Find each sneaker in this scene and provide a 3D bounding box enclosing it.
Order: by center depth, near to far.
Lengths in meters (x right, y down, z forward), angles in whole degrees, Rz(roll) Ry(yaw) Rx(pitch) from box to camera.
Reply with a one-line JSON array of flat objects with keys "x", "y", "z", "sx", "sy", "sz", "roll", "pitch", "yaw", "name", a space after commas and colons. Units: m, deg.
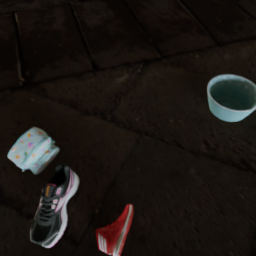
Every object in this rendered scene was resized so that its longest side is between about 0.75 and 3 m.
[{"x": -0.414, "y": 2.718, "z": 7.771, "sx": 0.851, "sy": 0.577, "sz": 1.473, "roll": 15, "pitch": 51, "yaw": 10, "name": "sneaker"}, {"x": -2.201, "y": 2.063, "z": 7.947, "sx": 0.968, "sy": 1.040, "sz": 2.409, "roll": 2, "pitch": 49, "yaw": 10, "name": "sneaker"}]

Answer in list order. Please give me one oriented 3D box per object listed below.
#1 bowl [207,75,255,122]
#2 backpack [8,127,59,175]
[{"x": 3.849, "y": -0.989, "z": 10.523, "sx": 1.954, "sy": 1.022, "sz": 1.954, "roll": 0, "pitch": 50, "yaw": 0, "name": "bowl"}, {"x": -2.905, "y": 0.706, "z": 8.645, "sx": 1.178, "sy": 1.537, "sz": 1.351, "roll": 39, "pitch": 77, "yaw": 8, "name": "backpack"}]
